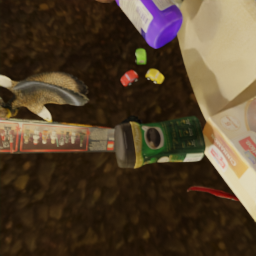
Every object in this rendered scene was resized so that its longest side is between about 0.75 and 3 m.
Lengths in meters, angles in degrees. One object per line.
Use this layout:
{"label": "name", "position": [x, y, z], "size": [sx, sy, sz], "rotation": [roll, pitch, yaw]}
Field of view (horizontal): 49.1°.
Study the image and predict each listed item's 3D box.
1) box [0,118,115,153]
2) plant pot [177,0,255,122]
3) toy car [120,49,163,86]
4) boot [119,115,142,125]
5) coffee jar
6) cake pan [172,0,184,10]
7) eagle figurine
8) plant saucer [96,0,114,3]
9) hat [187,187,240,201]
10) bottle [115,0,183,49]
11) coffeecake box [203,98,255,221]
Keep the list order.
{"label": "box", "position": [-1.821, 0.135, 5.533], "size": [1.879, 2.744, 0.547], "rotation": [5, 90, 39]}
{"label": "plant pot", "position": [2.580, -2.162, 5.825], "size": [2.779, 2.775, 2.460], "rotation": [-25, 75, -19]}
{"label": "toy car", "position": [0.416, -1.974, 8.849], "size": [1.356, 0.303, 1.276], "rotation": [-3, 73, -1]}
{"label": "boot", "position": [0.065, 0.210, 8.135], "size": [1.119, 0.414, 0.917], "rotation": [-36, 79, -17]}
{"label": "coffee jar", "position": [0.564, 0.283, 5.361], "size": [1.656, 0.707, 0.864], "rotation": [-5, 68, -8]}
{"label": "cake pan", "position": [2.514, -4.715, 9.625], "size": [2.230, 0.409, 2.230], "rotation": [0, 73, 0]}
{"label": "eagle figurine", "position": [-2.458, -0.907, 7.931], "size": [2.471, 1.865, 1.875], "rotation": [-26, 64, 4]}
{"label": "plant saucer", "position": [-0.516, -2.990, 5.868], "size": [0.752, 0.130, 0.752], "rotation": [4, 74, -13]}
{"label": "hat", "position": [3.311, 1.638, 7.786], "size": [2.148, 1.891, 1.779], "rotation": [32, 82, -34]}
{"label": "bottle", "position": [0.143, -2.613, 5.405], "size": [0.716, 0.916, 2.193], "rotation": [-34, 80, -11]}
{"label": "coffeecake box", "position": [3.118, 0.354, 5.443], "size": [2.697, 0.985, 2.070], "rotation": [-21, 58, -17]}
